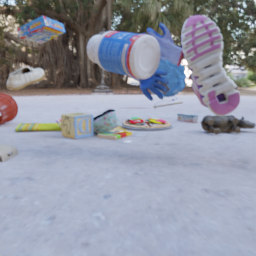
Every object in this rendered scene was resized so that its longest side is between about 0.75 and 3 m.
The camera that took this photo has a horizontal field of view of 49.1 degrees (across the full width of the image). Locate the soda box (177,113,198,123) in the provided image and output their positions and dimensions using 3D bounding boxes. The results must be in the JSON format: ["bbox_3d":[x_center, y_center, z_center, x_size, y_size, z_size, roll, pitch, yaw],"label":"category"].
[{"bbox_3d":[3.511,-0.590,16.615,0.417,0.448,1.311,-7,11,-35],"label":"soda box"}]

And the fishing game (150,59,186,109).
[{"bbox_3d":[1.688,-2.274,12.549,1.884,2.631,0.409,-13,4,1],"label":"fishing game"}]

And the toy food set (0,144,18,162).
[{"bbox_3d":[-4.296,0.780,8.776,1.341,0.405,0.962,9,10,5],"label":"toy food set"}]

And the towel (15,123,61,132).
[{"bbox_3d":[-3.999,0.000,13.861,2.857,0.258,1.229,-1,14,-10],"label":"towel"}]

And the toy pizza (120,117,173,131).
[{"bbox_3d":[0.968,-0.273,14.718,2.746,0.435,2.746,0,9,0],"label":"toy pizza"}]

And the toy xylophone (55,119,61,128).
[{"bbox_3d":[-2.779,-0.253,13.703,1.566,0.393,1.147,-6,15,-30],"label":"toy xylophone"}]

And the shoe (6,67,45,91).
[{"bbox_3d":[-4.351,-2.268,12.078,0.841,0.642,2.407,7,27,11],"label":"shoe"}]

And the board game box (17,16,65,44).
[{"bbox_3d":[-3.331,-3.746,10.807,1.266,0.361,1.293,-15,0,23],"label":"board game box"}]

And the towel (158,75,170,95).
[{"bbox_3d":[1.181,-1.763,10.631,0.389,0.910,0.753,-40,35,6],"label":"towel"}]

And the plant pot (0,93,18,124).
[{"bbox_3d":[-7.165,-0.893,15.286,1.735,1.735,1.687,0,18,-2],"label":"plant pot"}]

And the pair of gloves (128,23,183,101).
[{"bbox_3d":[0.836,-2.081,8.908,0.261,2.288,1.839,-7,37,-44],"label":"pair of gloves"}]

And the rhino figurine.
[{"bbox_3d":[4.723,-0.192,13.093,2.813,0.841,1.230,0,10,-12],"label":"rhino figurine"}]

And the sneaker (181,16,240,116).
[{"bbox_3d":[2.208,-1.750,8.219,1.167,2.902,1.283,-20,5,-3],"label":"sneaker"}]

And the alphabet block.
[{"bbox_3d":[-2.191,-0.113,12.088,1.027,1.004,1.009,8,10,43],"label":"alphabet block"}]

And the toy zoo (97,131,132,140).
[{"bbox_3d":[-0.503,0.282,12.209,0.977,0.152,1.489,4,10,34],"label":"toy zoo"}]

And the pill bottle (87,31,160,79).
[{"bbox_3d":[-0.228,-2.226,8.358,2.175,1.220,1.220,22,21,39],"label":"pill bottle"}]

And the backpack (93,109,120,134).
[{"bbox_3d":[-1.002,-0.259,12.504,1.179,0.894,1.413,-32,5,-41],"label":"backpack"}]
